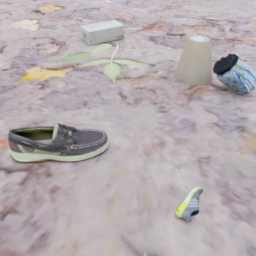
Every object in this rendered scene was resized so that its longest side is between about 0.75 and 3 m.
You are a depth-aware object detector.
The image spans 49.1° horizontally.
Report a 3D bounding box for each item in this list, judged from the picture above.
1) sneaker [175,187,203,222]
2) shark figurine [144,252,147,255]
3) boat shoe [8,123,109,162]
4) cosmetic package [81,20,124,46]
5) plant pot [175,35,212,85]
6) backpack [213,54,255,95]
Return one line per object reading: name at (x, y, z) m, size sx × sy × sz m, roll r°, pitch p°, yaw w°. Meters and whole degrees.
sneaker at (1.185, 1.415, 5.140) m, size 0.314 × 0.286 × 0.775 m, roll 31°, pitch 54°, yaw 25°
shark figurine at (0.975, 2.460, 3.573) m, size 2.019 × 1.206 × 0.843 m, roll 5°, pitch 8°, yaw 35°
boat shoe at (-1.536, 0.278, 6.217) m, size 2.206 × 0.715 × 0.808 m, roll -7°, pitch 38°, yaw -9°
cosmetic package at (-1.095, -4.112, 12.067) m, size 1.684 × 0.599 × 0.886 m, roll -18°, pitch 41°, yaw -23°
plant pot at (2.191, -2.247, 9.049) m, size 1.224 × 1.307 × 1.224 m, roll -1°, pitch 38°, yaw 0°
backpack at (3.217, -1.527, 8.227) m, size 1.200 × 0.922 × 0.979 m, roll 18°, pitch -8°, yaw -17°
